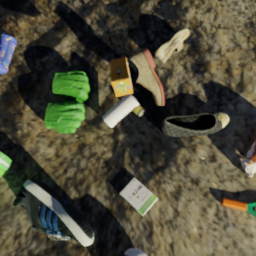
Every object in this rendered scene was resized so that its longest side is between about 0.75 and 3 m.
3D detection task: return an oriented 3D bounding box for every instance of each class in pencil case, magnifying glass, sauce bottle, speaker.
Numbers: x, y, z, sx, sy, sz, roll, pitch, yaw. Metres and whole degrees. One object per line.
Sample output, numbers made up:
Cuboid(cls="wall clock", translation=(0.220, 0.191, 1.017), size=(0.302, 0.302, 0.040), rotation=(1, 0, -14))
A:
Cuboid(cls="pencil case", translation=(-5.042, -3.038, 11.398), size=(0.664, 0.739, 1.702), rotation=(21, 60, -31))
Cuboid(cls="magnifying glass", translation=(3.932, 2.566, 8.890), size=(1.850, 0.207, 0.736), rotation=(13, 64, 5))
Cuboid(cls="sauce bottle", translation=(0.145, -0.853, 10.517), size=(1.045, 0.338, 0.338), rotation=(40, 70, 19))
Cuboid(cls="speaker", translation=(-0.270, -0.605, 9.804), size=(1.324, 0.538, 0.538), rotation=(-40, 68, 7))
Cuboid(cls="speaker", translation=(-4.790, 1.732, 8.837), size=(1.017, 1.017, 2.300), rotation=(28, 66, 13))

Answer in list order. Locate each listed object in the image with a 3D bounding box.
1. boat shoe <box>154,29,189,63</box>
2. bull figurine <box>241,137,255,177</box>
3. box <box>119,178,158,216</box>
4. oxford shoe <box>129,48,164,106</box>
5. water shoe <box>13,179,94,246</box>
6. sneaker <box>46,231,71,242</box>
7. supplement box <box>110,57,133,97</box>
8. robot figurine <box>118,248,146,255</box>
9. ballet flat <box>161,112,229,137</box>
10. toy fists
Cuboid(cls="boat shoe", translation=(1.940, -3.387, 11.639), size=(1.898, 0.685, 0.617), rotation=(-41, 82, -18))
Cuboid(cls="bull figurine", translation=(4.773, 0.718, 9.503), size=(1.414, 0.758, 2.328), rotation=(24, 68, 8))
Cuboid(cls="box", translation=(0.333, 2.221, 9.054), size=(1.022, 0.186, 0.737), rotation=(39, 70, 19))
Cuboid(cls="oxford shoe", translation=(0.691, -1.705, 10.152), size=(0.815, 0.768, 2.180), rotation=(-25, 107, -4))
Cuboid(cls="water shoe", translation=(-2.260, 2.748, 8.482), size=(2.846, 1.018, 1.123), rotation=(35, 87, 23))
Cuboid(cls="sneaker", translation=(-2.088, 3.215, 8.537), size=(0.825, 0.323, 0.371), rotation=(7, 44, 0))
Cuboid(cls="supplement box", translation=(-0.218, -1.549, 8.350), size=(0.542, 0.560, 1.628), rotation=(-12, 33, 4))
Cuboid(cls="robot figurine", translation=(0.068, 4.018, 7.835), size=(0.768, 0.925, 1.231), rotation=(15, 63, 28))
Cuboid(cls="ballet flat", translation=(2.405, -0.143, 9.939), size=(2.500, 0.710, 0.831), rotation=(-9, 64, -5))
Cuboid(cls="toy fists", translation=(-2.128, -0.970, 10.299), size=(1.300, 0.877, 2.551), rotation=(2, 64, 9))
